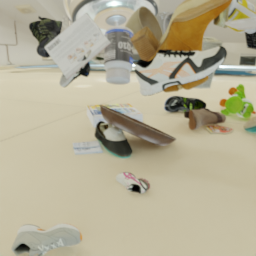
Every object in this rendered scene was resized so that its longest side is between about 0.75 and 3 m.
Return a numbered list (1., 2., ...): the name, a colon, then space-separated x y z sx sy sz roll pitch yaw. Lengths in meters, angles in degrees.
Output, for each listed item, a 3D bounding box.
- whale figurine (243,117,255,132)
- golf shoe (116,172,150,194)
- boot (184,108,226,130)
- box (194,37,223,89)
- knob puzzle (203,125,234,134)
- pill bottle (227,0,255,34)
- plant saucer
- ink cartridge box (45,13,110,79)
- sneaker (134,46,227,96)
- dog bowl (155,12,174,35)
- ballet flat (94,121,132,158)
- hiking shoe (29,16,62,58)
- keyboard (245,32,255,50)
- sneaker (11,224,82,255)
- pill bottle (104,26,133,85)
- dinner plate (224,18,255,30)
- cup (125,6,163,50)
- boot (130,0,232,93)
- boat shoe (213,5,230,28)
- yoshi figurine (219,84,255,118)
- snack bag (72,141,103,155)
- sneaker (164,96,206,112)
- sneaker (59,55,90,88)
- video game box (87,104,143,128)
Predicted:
1. whale figurine: 5.478 -0.111 9.943 2.460 1.276 1.957 -17 7 47
2. golf shoe: 0.042 1.254 6.396 0.881 0.320 0.406 12 20 34
3. boot: 3.139 -0.366 11.193 1.507 0.724 2.062 3 19 -2
4. box: 2.935 -2.545 11.034 0.897 1.890 0.735 -1 32 -15
5. knob puzzle: 3.554 0.020 10.794 1.146 0.159 1.146 0 16 0
6. pill bottle: 3.719 -3.813 9.452 1.717 0.962 0.962 12 8 -32
7. plant saucer: 0.249 -0.027 8.983 2.658 0.426 2.658 24 3 -1
8. ink cartridge box: -1.296 -2.103 7.354 1.471 1.296 0.329 -38 -21 5
9. sneaker: 1.151 -1.504 6.674 2.288 0.915 0.843 -17 21 24
10. dog bowl: 1.895 -4.296 12.580 0.554 1.889 1.889 2 14 44
11. ballet flat: -0.567 0.269 8.933 0.744 0.749 2.189 -8 19 -29
12. hiking shoe: -2.850 -3.024 9.277 0.981 0.738 1.949 16 43 -11
13. keyboard: 4.835 -2.853 9.753 0.234 1.094 1.822 -36 33 -6
14. sneaker: -1.289 1.842 4.427 1.114 0.422 0.512 -5 23 8
15. pill bottle: -0.306 -2.278 8.957 0.939 1.650 0.939 1 -8 0
16. dinner plate: 2.830 -2.164 5.798 1.607 0.195 1.607 -3 17 1
17. cup: 0.442 -3.558 10.527 1.113 1.557 1.557 -21 3 35
18. boot: 1.734 -2.138 7.505 3.012 2.156 1.060 -17 39 38
19. boat shoe: 2.955 -3.624 8.613 0.395 1.257 0.458 21 -23 -10
20. yoshi figurine: 4.967 -1.219 13.123 1.436 1.441 2.564 -14 18 7
21. snack bag: -1.303 0.623 8.880 0.897 0.102 0.951 -3 17 -12
22. sneaker: 2.785 -1.143 13.571 2.201 0.780 0.912 -2 10 -16
23. sneaker: -1.990 -2.104 11.079 0.581 1.591 0.890 19 -15 36
24. video game box: -0.654 -0.587 12.211 2.059 0.529 2.260 -2 17 -15
